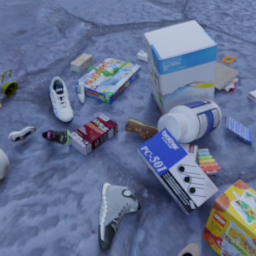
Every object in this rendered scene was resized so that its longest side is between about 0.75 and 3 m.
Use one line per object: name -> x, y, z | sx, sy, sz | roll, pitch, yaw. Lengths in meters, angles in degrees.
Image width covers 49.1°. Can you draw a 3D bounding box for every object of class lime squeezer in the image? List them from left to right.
lime squeezer -> -0.750, -2.608, 12.471 | 1.978, 0.373, 0.699 | -13, 57, -7

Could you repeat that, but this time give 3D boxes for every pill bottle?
pill bottle -> 2.146, -0.204, 9.834 | 2.345, 1.301, 1.301 | -17, 44, -42

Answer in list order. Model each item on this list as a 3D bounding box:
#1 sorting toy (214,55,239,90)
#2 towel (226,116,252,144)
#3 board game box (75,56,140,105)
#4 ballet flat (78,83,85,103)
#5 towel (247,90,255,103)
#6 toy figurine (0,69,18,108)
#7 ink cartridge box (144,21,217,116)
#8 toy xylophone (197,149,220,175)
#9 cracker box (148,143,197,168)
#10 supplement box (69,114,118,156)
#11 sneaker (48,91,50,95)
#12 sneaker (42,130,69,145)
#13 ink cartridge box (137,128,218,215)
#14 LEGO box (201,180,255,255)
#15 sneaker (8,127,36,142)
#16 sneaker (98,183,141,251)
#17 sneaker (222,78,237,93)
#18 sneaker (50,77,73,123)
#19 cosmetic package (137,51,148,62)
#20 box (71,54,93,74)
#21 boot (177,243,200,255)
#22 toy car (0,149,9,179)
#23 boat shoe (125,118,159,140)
sorting toy -> 4.085, -2.416, 13.031 | 2.738, 0.373, 1.542 | -38, 52, -16
towel -> 4.174, 0.063, 10.491 | 1.098, 0.131, 0.795 | 32, 42, -4
board game box -> -0.876, -2.287, 13.002 | 1.875, 0.477, 2.770 | 21, 48, 20
ballet flat -> -2.023, -1.498, 12.002 | 0.314, 0.314, 0.874 | 0, 88, 0
towel -> 6.308, -1.251, 12.086 | 1.626, 0.274, 1.703 | -22, 49, -22
toy figurine -> -6.072, -1.562, 11.750 | 1.493, 1.314, 2.492 | 12, 44, 20
ink cartridge box -> 2.022, -2.203, 10.990 | 2.098, 2.873, 2.108 | -15, 44, -2
toy xylophone -> 2.577, 1.209, 9.519 | 0.799, 0.274, 1.091 | -10, 44, -10
cracker box -> 1.524, 0.984, 9.557 | 1.538, 0.444, 1.030 | 8, 44, 14
supplement box -> -1.263, 0.220, 10.384 | 0.897, 0.502, 1.649 | 33, 52, 30
sneaker -> -3.018, -1.466, 12.260 | 0.530, 0.330, 0.989 | -33, 50, -26
sneaker -> -2.558, 0.325, 9.862 | 1.376, 0.528, 0.576 | -4, -8, 41
ink cartridge box -> 1.437, 1.274, 8.467 | 1.136, 0.534, 2.416 | -36, 73, -10
LEGO box -> 3.200, 2.847, 6.599 | 1.010, 1.950, 2.618 | -29, 50, -26
sneaker -> -3.790, 0.267, 10.176 | 0.981, 0.362, 0.389 | -25, 52, -34
sneaker -> -0.214, 2.434, 7.919 | 1.182, 0.768, 2.047 | 2, 43, -1
sneaker -> 4.740, -1.925, 12.753 | 0.973, 0.325, 0.522 | -24, 50, -18
sneaker -> -2.771, -1.160, 11.461 | 0.760, 0.766, 2.115 | -16, 63, -13
cosmetic package -> 1.078, -3.674, 14.587 | 1.160, 0.294, 0.479 | 23, 49, 22
box -> -2.306, -3.234, 14.013 | 0.544, 0.445, 1.145 | 20, 47, 20
boot -> 1.367, 3.261, 6.691 | 0.591, 1.231, 1.683 | 24, 49, 23
toy car -> -5.364, 0.970, 8.419 | 2.859, 2.144, 2.502 | 27, 51, 25
boat shoe -> 0.692, 0.182, 10.444 | 1.736, 0.625, 0.586 | 22, 81, 11
